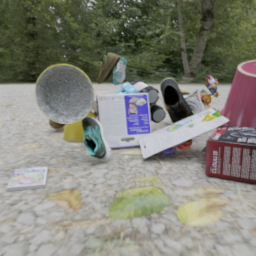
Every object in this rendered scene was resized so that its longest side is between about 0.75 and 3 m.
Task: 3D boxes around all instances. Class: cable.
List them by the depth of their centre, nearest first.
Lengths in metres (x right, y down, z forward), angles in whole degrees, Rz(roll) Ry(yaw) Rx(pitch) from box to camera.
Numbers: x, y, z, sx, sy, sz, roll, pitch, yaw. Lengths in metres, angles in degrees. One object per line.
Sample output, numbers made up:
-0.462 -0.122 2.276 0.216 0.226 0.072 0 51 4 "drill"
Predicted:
2.373 -0.601 11.282 1.418 1.418 0.491 -19 0 9 "cable"

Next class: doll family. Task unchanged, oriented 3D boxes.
3.595 -1.574 12.356 0.629 1.395 0.866 11 42 -30 "doll family"

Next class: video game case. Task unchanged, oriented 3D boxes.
-2.476 1.249 6.976 0.841 0.106 1.175 -3 13 -13 "video game case"

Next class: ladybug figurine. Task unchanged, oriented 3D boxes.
2.673 -0.868 13.008 1.923 1.019 2.833 -15 41 -19 "ladybug figurine"

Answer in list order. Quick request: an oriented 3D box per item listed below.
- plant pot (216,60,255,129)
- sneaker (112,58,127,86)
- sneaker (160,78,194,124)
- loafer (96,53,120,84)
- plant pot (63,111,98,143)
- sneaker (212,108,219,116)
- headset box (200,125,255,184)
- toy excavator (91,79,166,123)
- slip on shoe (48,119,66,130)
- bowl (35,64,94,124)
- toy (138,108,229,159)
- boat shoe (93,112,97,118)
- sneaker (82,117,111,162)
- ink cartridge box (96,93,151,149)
4.353 -0.759 9.062 2.754 2.465 2.754 -4 29 2 "plant pot"
-0.446 -2.487 12.785 0.545 1.405 0.641 23 -24 -18 "sneaker"
1.793 -0.570 10.097 0.901 2.409 1.280 -27 13 16 "sneaker"
-0.951 -2.621 12.277 0.568 1.685 0.640 41 34 0 "loafer"
-1.797 -0.139 10.970 1.510 1.072 1.510 1 14 0 "plant pot"
4.201 -0.671 14.337 1.370 0.681 0.476 -9 16 -37 "sneaker"
3.340 0.666 7.433 2.692 1.040 2.003 5 13 26 "headset box"
-0.314 -0.934 11.052 2.902 2.822 1.450 -31 33 -9 "toy excavator"
-2.593 -1.116 12.500 1.025 2.696 0.817 36 -27 -4 "slip on shoe"
-1.801 -1.034 8.359 1.721 1.721 0.808 0 14 2 "bowl"
1.735 0.299 8.919 2.700 0.637 1.554 -27 17 5 "toy"
-1.070 -0.837 11.296 0.338 0.961 0.338 39 -6 7 "boat shoe"
-1.059 0.265 8.286 0.707 0.602 1.551 17 37 -56 "sneaker"
-0.129 -0.251 9.800 1.849 1.867 0.405 -4 -6 -16 "ink cartridge box"
